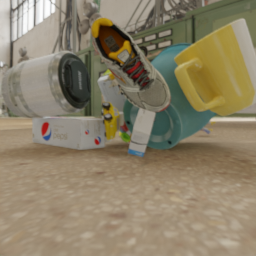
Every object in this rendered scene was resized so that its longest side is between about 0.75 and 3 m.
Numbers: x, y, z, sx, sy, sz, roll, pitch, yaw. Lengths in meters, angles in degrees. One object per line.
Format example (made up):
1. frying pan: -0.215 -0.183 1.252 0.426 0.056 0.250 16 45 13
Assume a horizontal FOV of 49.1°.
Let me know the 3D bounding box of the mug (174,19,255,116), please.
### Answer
1. mug: 2.285 -1.297 7.245 2.392 1.964 1.916 -28 3 -5

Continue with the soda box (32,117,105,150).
1. soda box: -2.153 0.118 9.715 2.998 0.954 1.021 3 5 43

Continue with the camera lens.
1. camera lens: -2.584 -1.345 9.171 2.429 1.943 1.943 -7 1 24

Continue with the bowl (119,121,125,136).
1. bowl: 0.783 -0.263 13.004 2.423 1.304 2.423 1 3 0

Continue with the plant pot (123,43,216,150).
1. plant pot: 1.402 -0.851 9.118 2.999 2.999 2.818 3 32 36

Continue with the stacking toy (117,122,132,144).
1. stacking toy: -0.141 0.223 9.322 0.762 0.842 0.356 -20 -23 -51

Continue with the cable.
1. cable: 0.116 -1.623 8.010 0.806 1.659 0.417 43 -5 -1

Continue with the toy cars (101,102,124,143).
1. toy cars: -0.522 -0.170 9.075 0.613 1.241 2.767 -4 -5 -7

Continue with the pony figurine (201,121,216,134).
1. pony figurine: 3.435 -0.088 13.164 1.046 1.010 0.871 21 32 -1

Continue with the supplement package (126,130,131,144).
1. supplement package: 0.425 0.051 10.240 0.747 0.741 0.984 -32 -16 36

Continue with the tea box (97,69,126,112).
1. tea box: -0.153 -1.406 10.932 1.196 1.790 1.761 -12 22 18

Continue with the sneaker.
1. sneaker: -0.022 -1.534 7.073 1.114 2.862 1.176 -42 1 6

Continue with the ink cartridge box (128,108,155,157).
1. ink cartridge box: 0.329 0.133 7.005 0.424 0.735 1.013 16 -37 3
